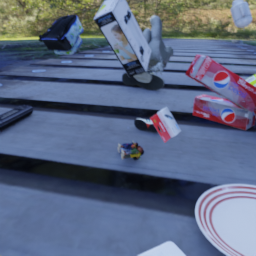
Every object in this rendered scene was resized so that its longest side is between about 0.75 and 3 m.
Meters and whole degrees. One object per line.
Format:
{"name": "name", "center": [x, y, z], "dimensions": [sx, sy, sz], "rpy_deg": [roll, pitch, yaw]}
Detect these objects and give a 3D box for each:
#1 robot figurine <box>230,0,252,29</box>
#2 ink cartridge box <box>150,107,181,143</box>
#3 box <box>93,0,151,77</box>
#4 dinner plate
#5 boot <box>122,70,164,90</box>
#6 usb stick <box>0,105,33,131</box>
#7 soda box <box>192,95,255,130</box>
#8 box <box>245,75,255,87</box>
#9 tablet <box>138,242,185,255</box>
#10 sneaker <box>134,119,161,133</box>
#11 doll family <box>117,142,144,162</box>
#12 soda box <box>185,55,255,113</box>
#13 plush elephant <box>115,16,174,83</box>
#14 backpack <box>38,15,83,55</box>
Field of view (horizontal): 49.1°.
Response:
{"name": "robot figurine", "center": [3.887, -3.882, 9.618], "dimensions": [0.573, 1.015, 0.861], "rpy_deg": [-17, -2, 19]}
{"name": "ink cartridge box", "center": [1.007, -0.084, 7.463], "dimensions": [0.174, 0.777, 0.684], "rpy_deg": [-29, 4, 45]}
{"name": "box", "center": [-0.079, -2.571, 7.881], "dimensions": [0.589, 1.960, 1.143], "rpy_deg": [-12, 43, 28]}
{"name": "dinner plate", "center": [2.773, 2.062, 5.922], "dimensions": [2.672, 0.324, 2.672], "rpy_deg": [-1, 23, 0]}
{"name": "boot", "center": [1.266, -3.073, 17.229], "dimensions": [2.762, 0.997, 2.086], "rpy_deg": [13, 24, 28]}
{"name": "usb stick", "center": [-4.952, -0.335, 11.405], "dimensions": [0.793, 0.466, 2.859], "rpy_deg": [4, 23, 16]}
{"name": "soda box", "center": [3.978, -0.703, 11.733], "dimensions": [0.790, 0.872, 2.490], "rpy_deg": [-20, 30, -39]}
{"name": "box", "center": [5.370, -0.768, 10.696], "dimensions": [0.583, 2.447, 1.492], "rpy_deg": [-32, 12, 24]}
{"name": "tablet", "center": [0.296, 2.684, 4.686], "dimensions": [2.007, 0.137, 1.306], "rpy_deg": [-13, 26, -26]}
{"name": "sneaker", "center": [0.829, -0.091, 11.006], "dimensions": [1.216, 0.428, 0.569], "rpy_deg": [13, 11, 29]}
{"name": "doll family", "center": [0.123, 0.709, 8.897], "dimensions": [0.775, 0.526, 1.340], "rpy_deg": [-10, 21, -10]}
{"name": "soda box", "center": [2.861, -1.316, 8.325], "dimensions": [2.228, 0.706, 0.780], "rpy_deg": [27, 11, -15]}
{"name": "plush elephant", "center": [0.527, -2.428, 9.544], "dimensions": [1.535, 1.633, 1.983], "rpy_deg": [-7, 53, 29]}
{"name": "backpack", "center": [-2.370, -3.474, 10.518], "dimensions": [1.290, 1.036, 1.410], "rpy_deg": [10, 62, 29]}
